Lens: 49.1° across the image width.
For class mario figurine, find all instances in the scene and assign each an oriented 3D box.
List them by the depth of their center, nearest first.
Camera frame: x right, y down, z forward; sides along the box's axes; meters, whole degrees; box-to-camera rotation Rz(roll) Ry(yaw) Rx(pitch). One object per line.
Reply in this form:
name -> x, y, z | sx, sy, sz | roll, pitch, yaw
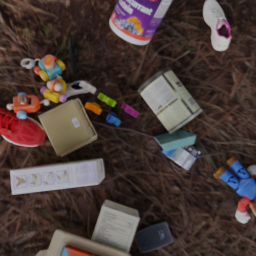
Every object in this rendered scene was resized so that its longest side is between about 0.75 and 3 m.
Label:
mario figurine -> 3.978, 2.158, 9.344 | 2.385, 1.264, 1.472 | 49, 123, 14

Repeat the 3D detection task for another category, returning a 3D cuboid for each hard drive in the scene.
hard drive -> 0.867, 3.646, 9.396 | 1.131, 0.239, 0.763 | -20, 86, -2

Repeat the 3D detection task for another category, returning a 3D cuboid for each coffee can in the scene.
coffee can -> 1.364, -0.889, 9.215 | 1.312, 1.312, 1.793 | -36, 86, -3

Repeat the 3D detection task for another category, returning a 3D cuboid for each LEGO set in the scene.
LEGO set -> -0.820, -0.761, 9.458 | 2.129, 0.874, 0.812 | 29, 98, -15

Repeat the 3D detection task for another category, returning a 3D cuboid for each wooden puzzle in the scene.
wooden puzzle -> -1.374, 4.454, 8.164 | 2.470, 0.460, 2.285 | 19, 86, 2

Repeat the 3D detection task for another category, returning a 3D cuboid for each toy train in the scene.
toy train -> -2.958, -1.528, 9.128 | 1.863, 0.690, 2.480 | -2, 61, -6

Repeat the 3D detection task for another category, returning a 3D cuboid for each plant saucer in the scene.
plant saucer -> 1.330, 0.349, 8.428 | 0.944, 2.701, 0.256 | -15, 93, 2

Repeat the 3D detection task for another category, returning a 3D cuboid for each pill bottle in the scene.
pill bottle -> 0.597, -4.151, 8.721 | 1.531, 1.531, 2.748 | 35, 129, 3

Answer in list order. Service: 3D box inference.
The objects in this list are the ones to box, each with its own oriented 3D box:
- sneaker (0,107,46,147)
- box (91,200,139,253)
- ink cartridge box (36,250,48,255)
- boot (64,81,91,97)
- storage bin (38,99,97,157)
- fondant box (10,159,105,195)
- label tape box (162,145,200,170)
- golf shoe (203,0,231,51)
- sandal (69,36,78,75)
sneaker -> -4.159, -0.173, 9.008 | 2.808, 1.622, 1.100 | 21, 86, 2
box -> -0.631, 3.845, 8.969 | 1.278, 1.046, 2.692 | 20, 86, 2
ink cartridge box -> -2.365, 4.846, 8.892 | 1.065, 1.038, 1.657 | -8, 85, -1
boot -> -1.962, -1.366, 9.596 | 1.372, 0.656, 0.505 | -13, 85, -1
storage bin -> -2.004, -0.016, 9.470 | 1.482, 0.699, 1.492 | -27, 85, -3
fondant box -> -2.081, 1.469, 8.786 | 2.510, 1.811, 0.731 | -8, 85, -1
label tape box -> 1.804, 0.835, 9.576 | 1.052, 0.348, 0.754 | 36, 86, 1
golf shoe -> 3.145, -3.686, 9.693 | 0.718, 0.873, 1.908 | -16, 84, 0
sandal -> -1.873, -2.541, 9.810 | 0.323, 0.507, 1.348 | -7, 94, -9
